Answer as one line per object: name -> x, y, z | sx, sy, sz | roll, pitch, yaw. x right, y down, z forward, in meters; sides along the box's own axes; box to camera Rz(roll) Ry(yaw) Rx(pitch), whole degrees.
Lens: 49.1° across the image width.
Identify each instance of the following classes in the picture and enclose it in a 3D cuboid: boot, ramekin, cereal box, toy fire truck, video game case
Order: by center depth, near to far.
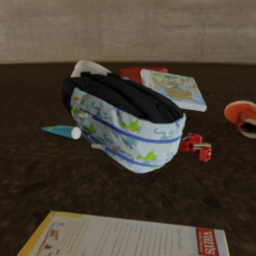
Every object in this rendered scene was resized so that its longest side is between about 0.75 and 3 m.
cereal box -> -0.111, 2.063, 3.735 | 2.938, 0.581, 2.114 | 4, 18, 11
video game case -> 1.131, -0.996, 7.227 | 1.511, 0.167, 1.375 | 7, 41, -12
toy fire truck -> 2.209, 0.571, 8.872 | 1.017, 0.351, 1.442 | 10, 19, 28
ramekin -> -1.189, -1.272, 10.384 | 2.355, 1.236, 2.355 | 30, -13, 8
boot -> 4.516, -0.333, 10.821 | 1.433, 1.003, 2.673 | -14, 23, -23

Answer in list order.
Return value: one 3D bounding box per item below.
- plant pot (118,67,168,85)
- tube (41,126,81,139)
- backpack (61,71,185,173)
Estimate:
plant pot -> 0.677, -1.501, 12.387 | 2.495, 2.199, 2.492 | 6, 18, 19
tube -> -2.467, 0.099, 10.417 | 1.651, 0.416, 0.639 | 8, 5, 37
backpack -> 0.026, -0.190, 5.825 | 2.395, 1.842, 1.954 | 15, 15, 39
